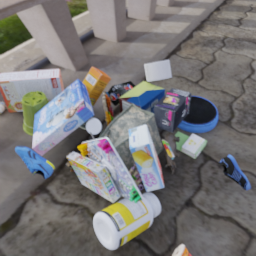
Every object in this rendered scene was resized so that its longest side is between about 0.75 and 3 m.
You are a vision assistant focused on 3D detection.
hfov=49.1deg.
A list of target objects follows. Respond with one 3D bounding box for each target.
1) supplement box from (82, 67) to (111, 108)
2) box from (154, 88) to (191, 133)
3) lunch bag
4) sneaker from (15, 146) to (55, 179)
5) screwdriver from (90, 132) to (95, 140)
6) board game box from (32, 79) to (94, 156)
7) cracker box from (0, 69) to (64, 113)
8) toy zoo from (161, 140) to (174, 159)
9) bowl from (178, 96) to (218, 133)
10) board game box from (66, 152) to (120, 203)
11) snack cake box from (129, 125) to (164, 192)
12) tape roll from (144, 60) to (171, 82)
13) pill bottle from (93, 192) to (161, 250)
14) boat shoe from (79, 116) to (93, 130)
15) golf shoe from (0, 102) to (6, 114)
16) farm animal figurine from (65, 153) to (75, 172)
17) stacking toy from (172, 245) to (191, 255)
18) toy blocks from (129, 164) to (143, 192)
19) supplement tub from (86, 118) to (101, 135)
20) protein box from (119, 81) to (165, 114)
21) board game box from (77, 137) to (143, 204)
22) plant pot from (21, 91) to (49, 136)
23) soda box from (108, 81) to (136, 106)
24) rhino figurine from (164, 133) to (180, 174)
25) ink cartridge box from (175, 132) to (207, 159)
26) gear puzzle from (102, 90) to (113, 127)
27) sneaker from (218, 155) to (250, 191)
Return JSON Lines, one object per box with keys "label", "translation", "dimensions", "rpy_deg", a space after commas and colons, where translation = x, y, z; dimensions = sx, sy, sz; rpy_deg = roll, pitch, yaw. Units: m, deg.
{"label": "supplement box", "translation": [-1.790, -1.491, 12.543], "dimensions": [0.804, 2.337, 0.778], "rpy_deg": [44, 16, 29]}
{"label": "box", "translation": [1.785, -0.737, 11.242], "dimensions": [0.891, 1.027, 1.680], "rpy_deg": [20, 41, 25]}
{"label": "lunch bag", "translation": [-0.063, 0.754, 10.827], "dimensions": [1.514, 2.112, 2.575], "rpy_deg": [28, 62, 39]}
{"label": "sneaker", "translation": [-3.036, 1.090, 8.838], "dimensions": [1.416, 0.467, 0.555], "rpy_deg": [34, 52, -3]}
{"label": "screwdriver", "translation": [-0.878, 0.913, 9.448], "dimensions": [0.274, 1.886, 0.263], "rpy_deg": [-8, 29, 46]}
{"label": "board game box", "translation": [-2.665, -0.512, 11.150], "dimensions": [2.563, 0.559, 2.576], "rpy_deg": [-38, 34, 9]}
{"label": "cracker box", "translation": [-4.638, -1.809, 13.801], "dimensions": [2.848, 1.907, 0.821], "rpy_deg": [-5, 45, -5]}
{"label": "toy zoo", "translation": [1.538, 0.842, 10.617], "dimensions": [0.080, 0.512, 0.781], "rpy_deg": [-31, 62, 16]}
{"label": "bowl", "translation": [3.236, -0.735, 13.753], "dimensions": [2.358, 0.463, 2.358], "rpy_deg": [0, 45, 0]}
{"label": "board game box", "translation": [-1.240, 1.667, 9.706], "dimensions": [0.348, 1.369, 2.036], "rpy_deg": [-39, 31, -28]}
{"label": "snack cake box", "translation": [0.629, 1.044, 9.560], "dimensions": [0.669, 1.991, 1.145], "rpy_deg": [-17, 31, 7]}
{"label": "tape roll", "translation": [1.352, -2.586, 12.722], "dimensions": [1.166, 0.801, 1.166], "rpy_deg": [-11, 12, 2]}
{"label": "pill bottle", "translation": [0.036, 2.972, 9.314], "dimensions": [2.192, 1.228, 1.228], "rpy_deg": [-17, 45, -39]}
{"label": "boat shoe", "translation": [-2.317, -0.876, 13.675], "dimensions": [0.898, 0.762, 2.465], "rpy_deg": [-18, 48, -17]}
{"label": "golf shoe", "translation": [-6.944, -1.033, 14.001], "dimensions": [1.522, 0.596, 0.740], "rpy_deg": [6, 51, 8]}
{"label": "farm animal figurine", "translation": [-2.233, 1.294, 11.086], "dimensions": [0.484, 0.928, 0.918], "rpy_deg": [-6, 21, -4]}
{"label": "stacking toy", "translation": [1.876, 4.243, 8.722], "dimensions": [1.034, 0.756, 0.756], "rpy_deg": [36, 53, 10]}
{"label": "toy blocks", "translation": [0.264, 1.755, 10.068], "dimensions": [0.643, 0.714, 0.764], "rpy_deg": [-50, 24, -5]}
{"label": "supplement tub", "translation": [-1.310, -0.066, 10.619], "dimensions": [0.589, 0.589, 0.893], "rpy_deg": [-7, 7, -7]}
{"label": "protein box", "translation": [0.665, -0.812, 12.753], "dimensions": [1.220, 1.809, 1.795], "rpy_deg": [27, 49, 31]}
{"label": "board game box", "translation": [-0.673, 1.414, 9.147], "dimensions": [0.289, 2.232, 2.233], "rpy_deg": [-34, 10, -28]}
{"label": "plant pot", "translation": [-4.188, -0.777, 12.969], "dimensions": [1.717, 1.631, 1.717], "rpy_deg": [0, 44, 0]}
{"label": "soda box", "translation": [-0.239, -1.691, 13.489], "dimensions": [0.738, 0.660, 2.086], "rpy_deg": [46, 28, 6]}
{"label": "rhino figurine", "translation": [1.763, 1.029, 11.469], "dimensions": [0.514, 0.752, 1.720], "rpy_deg": [-6, 77, 33]}
{"label": "ink cartridge box", "translation": [2.617, 0.657, 12.460], "dimensions": [1.424, 0.341, 1.036], "rpy_deg": [30, 52, 24]}
{"label": "gear puzzle", "translation": [-0.779, -0.731, 11.568], "dimensions": [0.327, 1.295, 2.500], "rpy_deg": [-9, 21, 1]}
{"label": "sneaker", "translation": [3.635, 1.622, 9.636], "dimensions": [0.533, 0.479, 1.367], "rpy_deg": [-32, 86, -4]}
